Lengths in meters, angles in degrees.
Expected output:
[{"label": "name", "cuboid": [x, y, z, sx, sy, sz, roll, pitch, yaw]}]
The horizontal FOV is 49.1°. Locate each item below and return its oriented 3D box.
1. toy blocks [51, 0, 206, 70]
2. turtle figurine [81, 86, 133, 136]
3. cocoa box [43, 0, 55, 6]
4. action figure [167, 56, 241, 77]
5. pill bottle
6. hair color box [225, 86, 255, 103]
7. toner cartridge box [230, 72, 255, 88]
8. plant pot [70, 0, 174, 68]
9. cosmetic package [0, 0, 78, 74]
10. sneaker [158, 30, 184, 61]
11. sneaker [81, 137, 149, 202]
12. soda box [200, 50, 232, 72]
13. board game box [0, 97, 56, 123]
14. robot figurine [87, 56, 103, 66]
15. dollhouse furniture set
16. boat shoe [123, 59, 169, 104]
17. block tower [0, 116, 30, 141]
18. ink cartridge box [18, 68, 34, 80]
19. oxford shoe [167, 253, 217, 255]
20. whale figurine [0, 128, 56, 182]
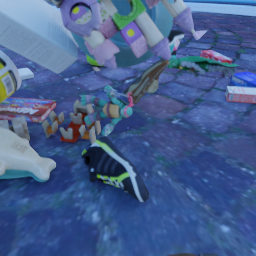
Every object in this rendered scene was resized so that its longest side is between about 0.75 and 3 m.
[{"label": "toy blocks", "cuboid": [0.113, -1.667, 4.426, 1.842, 1.659, 1.971, -37, 12, 3]}, {"label": "turtle figurine", "cuboid": [-0.336, -0.303, 5.030, 1.171, 0.877, 0.590, 7, 7, 42]}, {"label": "cocoa box", "cuboid": [-2.331, -4.178, 8.344, 1.162, 0.762, 0.775, 5, -4, -9]}, {"label": "action figure", "cuboid": [1.825, -1.561, 7.156, 1.709, 0.467, 1.010, 5, 4, -6]}, {"label": "pill bottle", "cuboid": [-4.646, -0.976, 7.973, 1.628, 1.628, 2.896, 15, 48, 24]}, {"label": "hair color box", "cuboid": [4.078, -1.168, 9.908, 1.118, 0.357, 0.620, 7, 31, 8]}, {"label": "toner cartridge box", "cuboid": [4.879, -1.657, 10.707, 0.865, 0.393, 1.821, -13, 32, -19]}, {"label": "plant pot", "cuboid": [-0.149, -2.772, 6.834, 2.907, 2.907, 1.958, -3, 24, -4]}, {"label": "cosmetic package", "cuboid": [-2.675, -2.732, 7.391, 2.775, 1.027, 1.411, 24, 50, -43]}, {"label": "sneaker", "cuboid": [1.391, -2.567, 9.026, 0.588, 0.849, 1.407, 22, 42, 23]}, {"label": "sneaker", "cuboid": [-0.362, 1.006, 6.022, 0.879, 0.761, 2.122, -35, 39, -12]}, {"label": "soda box", "cuboid": [4.096, -3.186, 13.202, 0.607, 0.550, 1.733, -9, 32, -16]}, {"label": "board game box", "cuboid": [-3.721, -0.633, 9.108, 2.411, 0.234, 1.241, 4, 31, 7]}, {"label": "robot figurine", "cuboid": [-1.416, -3.286, 13.277, 1.116, 0.646, 0.979, 15, 30, 25]}, {"label": "dollhouse furniture set", "cuboid": [-1.442, -0.098, 7.934, 1.418, 0.730, 1.403, 8, 42, 14]}, {"label": "boat shoe", "cuboid": [0.412, -0.916, 5.660, 0.431, 1.167, 0.441, 48, 34, -5]}, {"label": "block tower", "cuboid": [-3.707, 0.274, 7.154, 2.194, 0.634, 0.593, -15, 33, -22]}, {"label": "ink cartridge box", "cuboid": [-4.655, -2.274, 11.969, 0.987, 0.214, 0.969, -19, 35, -25]}, {"label": "oxford shoe", "cuboid": [0.557, 2.498, 3.158, 1.041, 0.896, 2.467, 0, 20, 13]}, {"label": "whale figurine", "cuboid": [-2.621, 0.768, 6.217, 1.887, 0.979, 1.502, 23, 22, -7]}]
